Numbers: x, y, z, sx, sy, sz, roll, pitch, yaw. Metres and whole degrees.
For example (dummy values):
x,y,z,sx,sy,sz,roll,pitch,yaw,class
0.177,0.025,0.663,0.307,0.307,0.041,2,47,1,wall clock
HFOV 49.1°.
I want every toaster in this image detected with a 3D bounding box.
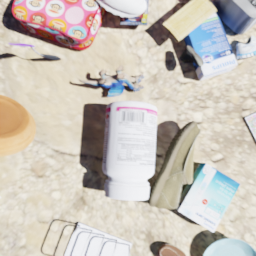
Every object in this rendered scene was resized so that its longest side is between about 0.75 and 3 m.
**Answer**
x,y,z,sx,sy,sz,roll,pitch,yaw,class
3.827,-4.466,9.310,2.230,1.323,2.016,-39,84,-4,toaster

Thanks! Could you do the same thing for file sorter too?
x,y,z,sx,sy,sz,roll,pitch,yaw,class
-0.956,3.925,8.456,1.852,1.153,1.285,21,84,2,file sorter

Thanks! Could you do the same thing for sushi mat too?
x,y,z,sx,sy,sz,roll,pitch,yaw,class
2.016,-3.611,9.156,1.680,0.102,0.804,-39,83,-2,sushi mat

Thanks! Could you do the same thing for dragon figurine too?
x,y,z,sx,sy,sz,roll,pitch,yaw,class
-0.487,-1.431,9.207,2.107,1.047,0.620,-15,60,5,dragon figurine

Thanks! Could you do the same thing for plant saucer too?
x,y,z,sx,sy,sz,roll,pitch,yaw,class
3.152,4.191,8.712,1.768,0.340,1.768,1,98,6,plant saucer
-4.035,-0.245,8.349,2.574,2.574,0.482,33,124,4,plant saucer

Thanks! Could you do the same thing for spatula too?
x,y,z,sx,sy,sz,roll,pitch,yaw,class
-2.823,-2.387,8.798,0.589,2.085,0.214,17,95,24,spatula

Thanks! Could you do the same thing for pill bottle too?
x,y,z,sx,sy,sz,roll,pitch,yaw,class
0.033,0.702,8.575,1.596,1.596,2.816,4,84,0,pill bottle

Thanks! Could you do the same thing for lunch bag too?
x,y,z,sx,sy,sz,roll,pitch,yaw,class
-2.175,-4.150,9.360,2.771,1.135,2.441,21,84,2,lunch bag

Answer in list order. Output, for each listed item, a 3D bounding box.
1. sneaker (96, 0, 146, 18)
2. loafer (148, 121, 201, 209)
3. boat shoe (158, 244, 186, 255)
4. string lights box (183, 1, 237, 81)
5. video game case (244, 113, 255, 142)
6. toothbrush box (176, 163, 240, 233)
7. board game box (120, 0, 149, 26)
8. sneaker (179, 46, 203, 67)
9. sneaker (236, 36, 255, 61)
x,y,z,sx,sy,sz,roll,pitch,yaw,class
-0.595,-4.497,8.495,2.806,1.129,1.072,36,65,-1,sneaker
1.608,1.226,8.834,1.007,1.135,2.985,25,93,0,loafer
1.736,4.410,8.611,1.997,0.717,0.756,43,85,4,boat shoe
2.623,-2.912,9.448,1.198,0.688,2.332,-18,84,-2,string lights box
4.523,0.014,9.420,0.809,0.102,1.130,-24,84,-3,video game case
2.472,2.157,8.859,1.267,0.738,1.731,32,86,4,toothbrush box
0.080,-3.982,9.618,1.222,0.377,1.223,3,68,5,board game box
2.042,-2.165,9.011,0.345,0.490,0.923,4,47,-36,sneaker
4.348,-2.768,9.352,1.578,0.592,0.684,-15,95,-7,sneaker
